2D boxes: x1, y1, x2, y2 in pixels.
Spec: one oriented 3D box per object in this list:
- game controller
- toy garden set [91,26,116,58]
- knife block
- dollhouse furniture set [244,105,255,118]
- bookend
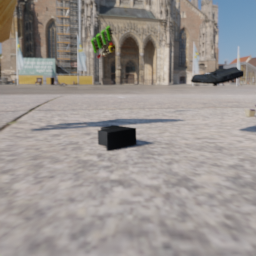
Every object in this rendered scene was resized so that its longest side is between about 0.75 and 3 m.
[{"bbox_3d":[2.349,-1.338,7.330,0.874,0.353,1.676,0,14,43],"label":"game controller"},{"bbox_3d":[-0.986,-3.568,12.058,0.264,1.103,1.323,16,51,29],"label":"toy garden set"},{"bbox_3d":[-4.082,-2.655,7.050,0.924,2.888,2.535,34,41,-2],"label":"knife block"},{"bbox_3d":[6.019,-1.049,11.541,1.789,1.270,1.417,-2,8,-10],"label":"dollhouse furniture set"},{"bbox_3d":[-0.394,0.197,6.115,0.830,0.382,0.825,-9,11,-43],"label":"bookend"}]
